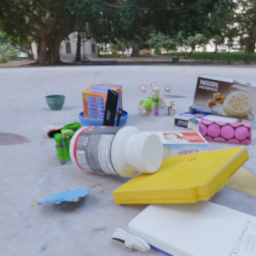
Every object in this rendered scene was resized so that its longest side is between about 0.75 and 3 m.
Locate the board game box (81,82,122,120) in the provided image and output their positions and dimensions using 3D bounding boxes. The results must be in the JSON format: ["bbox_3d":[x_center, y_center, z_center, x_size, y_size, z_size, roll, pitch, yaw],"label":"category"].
[{"bbox_3d":[-1.258,-1.275,14.068,1.507,1.506,1.506,12,33,19],"label":"board game box"}]

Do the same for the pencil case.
[{"bbox_3d":[3.910,0.100,11.360,2.073,0.971,0.941,5,14,12],"label":"pencil case"}]

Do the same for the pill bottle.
[{"bbox_3d":[-0.348,0.663,8.071,2.557,1.415,1.415,0,14,38],"label":"pill bottle"}]

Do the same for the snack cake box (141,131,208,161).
[{"bbox_3d":[1.447,0.672,9.803,2.334,0.784,1.342,0,15,-1],"label":"snack cake box"}]

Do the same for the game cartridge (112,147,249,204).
[{"bbox_3d":[1.414,1.218,7.195,2.532,0.466,2.872,-14,5,41],"label":"game cartridge"}]

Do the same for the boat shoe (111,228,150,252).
[{"bbox_3d":[0.031,2.254,5.491,0.824,0.296,0.271,18,42,30],"label":"boat shoe"}]

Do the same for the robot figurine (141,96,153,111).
[{"bbox_3d":[1.379,-1.436,16.665,1.115,0.978,0.645,-23,32,4],"label":"robot figurine"}]

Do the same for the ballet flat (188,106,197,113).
[{"bbox_3d":[3.201,-0.917,14.062,0.356,0.377,1.118,-29,-4,33],"label":"ballet flat"}]

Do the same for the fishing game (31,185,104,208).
[{"bbox_3d":[-1.483,1.733,6.931,1.707,0.265,1.223,-9,-1,-24],"label":"fishing game"}]

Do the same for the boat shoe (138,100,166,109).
[{"bbox_3d":[1.517,-1.520,17.350,1.892,0.587,0.681,-6,18,-20],"label":"boat shoe"}]

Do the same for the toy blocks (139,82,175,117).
[{"bbox_3d":[1.583,-1.674,15.845,1.884,1.761,1.586,-4,22,-1],"label":"toy blocks"}]

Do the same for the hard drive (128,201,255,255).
[{"bbox_3d":[1.686,2.147,5.673,2.837,0.360,1.871,12,21,35],"label":"hard drive"}]

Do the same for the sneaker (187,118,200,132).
[{"bbox_3d":[3.221,0.018,12.501,1.226,0.534,0.457,28,42,22],"label":"sneaker"}]

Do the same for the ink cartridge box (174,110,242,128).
[{"bbox_3d":[4.075,-0.423,13.790,2.696,0.641,2.728,11,18,37],"label":"ink cartridge box"}]

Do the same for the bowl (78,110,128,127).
[{"bbox_3d":[-1.230,-0.505,14.193,2.505,0.492,2.505,0,17,0],"label":"bowl"}]

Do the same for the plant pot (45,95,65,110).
[{"bbox_3d":[-4.409,-1.520,16.986,1.203,0.806,1.203,0,16,0],"label":"plant pot"}]

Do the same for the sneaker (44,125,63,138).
[{"bbox_3d":[-2.975,0.056,12.363,1.417,0.473,0.760,-14,24,-32],"label":"sneaker"}]

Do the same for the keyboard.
[{"bbox_3d":[-0.604,-0.389,11.053,0.218,2.112,1.342,-7,32,-29],"label":"keyboard"}]

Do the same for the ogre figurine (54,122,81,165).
[{"bbox_3d":[-2.082,0.516,9.744,0.925,1.131,1.886,1,18,-12],"label":"ogre figurine"}]

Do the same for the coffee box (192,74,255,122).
[{"bbox_3d":[4.640,-1.481,13.201,2.853,1.631,1.137,16,24,22],"label":"coffee box"}]
